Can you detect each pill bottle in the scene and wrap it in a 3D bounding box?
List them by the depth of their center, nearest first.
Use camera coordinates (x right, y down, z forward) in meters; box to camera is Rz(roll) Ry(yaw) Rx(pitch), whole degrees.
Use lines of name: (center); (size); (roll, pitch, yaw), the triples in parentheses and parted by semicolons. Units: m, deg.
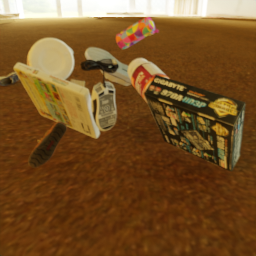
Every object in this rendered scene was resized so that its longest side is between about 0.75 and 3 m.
pill bottle: (0.645, -1.477, 8.767); (0.966, 0.966, 1.764); (-10, 37, -18)
pill bottle: (-2.751, -2.273, 9.655); (1.382, 1.382, 2.421); (-10, 15, -19)

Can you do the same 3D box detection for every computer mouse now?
computer mouse: (-0.600, -0.710, 6.173); (0.890, 1.623, 0.356); (-19, 29, -39)

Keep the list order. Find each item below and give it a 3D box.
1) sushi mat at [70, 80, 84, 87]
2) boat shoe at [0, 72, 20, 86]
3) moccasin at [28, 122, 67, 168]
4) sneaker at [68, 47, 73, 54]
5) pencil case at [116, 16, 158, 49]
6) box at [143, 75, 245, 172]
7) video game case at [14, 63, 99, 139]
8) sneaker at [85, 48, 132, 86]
sushi mat: (-1.899, -1.205, 10.265); (0.513, 1.073, 0.065); (5, 5, -18)
boat shoe: (-5.781, -2.358, 13.771); (0.446, 0.495, 1.376); (31, 42, 35)
moccasin: (-1.690, 0.339, 5.850); (0.406, 1.109, 0.428); (30, -4, -16)
sneaker: (-2.921, -2.888, 11.918); (0.862, 0.549, 1.491); (-35, 16, 26)
pencil case: (0.239, -2.834, 8.451); (1.251, 0.553, 0.553); (-19, 17, 29)
box: (1.631, -0.028, 6.727); (2.052, 2.582, 0.594); (24, 72, 29)
video game case: (-1.692, -0.606, 7.061); (1.889, 2.076, 0.238); (22, 65, 13)
sneaker: (-0.781, -2.441, 11.839); (2.502, 0.886, 0.914); (27, 55, -23)
